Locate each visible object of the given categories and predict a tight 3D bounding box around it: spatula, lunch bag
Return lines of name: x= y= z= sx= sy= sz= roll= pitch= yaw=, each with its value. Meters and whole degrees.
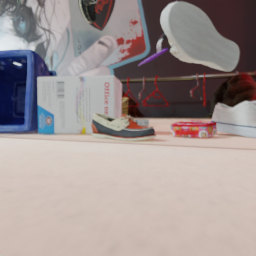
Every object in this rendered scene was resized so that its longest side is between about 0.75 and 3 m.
spatula: x=1.032 y=-2.634 z=8.844 sx=0.788 sy=0.286 sz=2.787 roll=-26 pitch=24 yaw=37
lunch bag: x=1.861 y=0.058 z=8.159 sx=1.217 sy=0.499 sz=1.072 roll=2 pitch=8 yaw=39

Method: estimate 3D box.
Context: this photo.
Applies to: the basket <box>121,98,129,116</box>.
basket: x=-1.075 y=-0.887 z=15.577 sx=1.521 sy=1.588 sz=2.131 roll=-2 pitch=4 yaw=-28

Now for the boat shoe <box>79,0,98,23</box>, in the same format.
boat shoe: x=-1.142 y=-3.812 z=8.265 sx=0.480 sy=1.419 sz=0.510 roll=19 pitch=40 yaw=32

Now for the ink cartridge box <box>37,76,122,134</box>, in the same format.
ink cartridge box: x=-1.554 y=-0.746 z=9.699 sx=2.548 sy=1.876 sz=1.843 roll=1 pitch=3 yaw=6

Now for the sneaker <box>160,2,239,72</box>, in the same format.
sneaker: x=1.327 y=-2.074 z=6.670 sx=2.665 sy=0.982 sz=1.540 roll=17 pitch=7 yaw=-43

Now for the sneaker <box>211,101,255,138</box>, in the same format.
sneaker: x=3.699 y=-0.278 z=8.289 sx=1.083 sy=1.050 sz=2.967 roll=-3 pitch=7 yaw=-39

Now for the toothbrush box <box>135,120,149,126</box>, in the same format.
toothbrush box: x=0.753 y=-0.292 z=15.676 sx=0.648 sy=0.377 sz=0.885 roll=0 pitch=3 yaw=-9

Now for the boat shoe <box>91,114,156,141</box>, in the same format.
boat shoe: x=-0.192 y=-0.032 z=7.611 sx=2.185 sy=0.684 sz=0.778 roll=4 pitch=3 yaw=42

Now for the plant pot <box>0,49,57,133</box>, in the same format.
plant pot: x=-4.262 y=-1.183 z=10.686 sx=2.836 sy=2.836 sz=2.550 roll=0 pitch=-3 yaw=13
